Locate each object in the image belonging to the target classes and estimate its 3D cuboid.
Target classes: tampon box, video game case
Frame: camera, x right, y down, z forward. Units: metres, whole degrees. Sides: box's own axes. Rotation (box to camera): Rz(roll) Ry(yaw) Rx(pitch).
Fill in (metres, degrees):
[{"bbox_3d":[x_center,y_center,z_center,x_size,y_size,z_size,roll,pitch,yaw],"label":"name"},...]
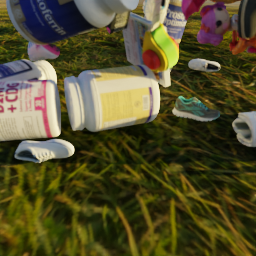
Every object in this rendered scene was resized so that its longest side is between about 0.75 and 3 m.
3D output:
[{"bbox_3d":[-0.334,-2.967,7.075,0.549,0.869,0.651,-24,75,-18],"label":"tampon box"},{"bbox_3d":[0.456,-2.343,8.081,0.207,1.648,2.301,-24,40,-16],"label":"video game case"}]

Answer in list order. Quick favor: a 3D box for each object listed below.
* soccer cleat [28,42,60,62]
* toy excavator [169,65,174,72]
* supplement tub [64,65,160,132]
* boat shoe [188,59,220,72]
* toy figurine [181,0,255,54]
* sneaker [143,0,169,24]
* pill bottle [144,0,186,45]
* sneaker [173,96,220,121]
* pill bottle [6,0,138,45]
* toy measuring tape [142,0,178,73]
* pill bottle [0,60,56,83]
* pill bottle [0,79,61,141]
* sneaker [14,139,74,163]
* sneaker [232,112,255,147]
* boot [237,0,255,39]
[{"bbox_3d":[-2.659,-2.329,8.627,0.709,0.877,2.031,29,12,-34],"label":"soccer cleat"},{"bbox_3d":[1.600,-3.027,13.264,1.048,1.019,0.523,32,33,-1],"label":"toy excavator"},{"bbox_3d":[-0.493,-0.838,8.032,2.390,1.737,1.737,-10,30,-17],"label":"supplement tub"},{"bbox_3d":[3.596,-2.940,13.187,1.457,0.536,0.476,3,25,8],"label":"boat shoe"},{"bbox_3d":[2.055,-2.064,5.107,2.174,2.362,1.773,5,-6,11],"label":"toy figurine"},{"bbox_3d":[0.873,-3.685,8.321,0.743,1.983,0.859,-15,64,0],"label":"sneaker"},{"bbox_3d":[1.516,-4.572,10.345,1.597,2.856,1.597,10,32,-6],"label":"pill bottle"},{"bbox_3d":[2.138,-0.632,8.780,1.463,0.667,0.567,9,30,15],"label":"sneaker"},{"bbox_3d":[-0.858,-2.041,4.383,1.902,1.101,1.101,-6,23,29],"label":"pill bottle"},{"bbox_3d":[0.783,-1.891,6.087,0.867,2.358,0.867,1,68,-3],"label":"toy measuring tape"},{"bbox_3d":[-3.780,-1.434,9.396,1.487,1.487,2.678,19,33,31],"label":"pill bottle"},{"bbox_3d":[-3.299,-0.439,7.467,2.792,1.583,1.583,-5,29,-8],"label":"pill bottle"},{"bbox_3d":[-2.022,0.617,6.737,1.454,0.531,0.515,-3,36,14],"label":"sneaker"},{"bbox_3d":[3.769,-0.319,7.796,1.686,1.075,2.917,-1,20,13],"label":"sneaker"},{"bbox_3d":[2.057,-1.803,3.866,0.826,1.194,0.463,26,32,37],"label":"boot"}]
